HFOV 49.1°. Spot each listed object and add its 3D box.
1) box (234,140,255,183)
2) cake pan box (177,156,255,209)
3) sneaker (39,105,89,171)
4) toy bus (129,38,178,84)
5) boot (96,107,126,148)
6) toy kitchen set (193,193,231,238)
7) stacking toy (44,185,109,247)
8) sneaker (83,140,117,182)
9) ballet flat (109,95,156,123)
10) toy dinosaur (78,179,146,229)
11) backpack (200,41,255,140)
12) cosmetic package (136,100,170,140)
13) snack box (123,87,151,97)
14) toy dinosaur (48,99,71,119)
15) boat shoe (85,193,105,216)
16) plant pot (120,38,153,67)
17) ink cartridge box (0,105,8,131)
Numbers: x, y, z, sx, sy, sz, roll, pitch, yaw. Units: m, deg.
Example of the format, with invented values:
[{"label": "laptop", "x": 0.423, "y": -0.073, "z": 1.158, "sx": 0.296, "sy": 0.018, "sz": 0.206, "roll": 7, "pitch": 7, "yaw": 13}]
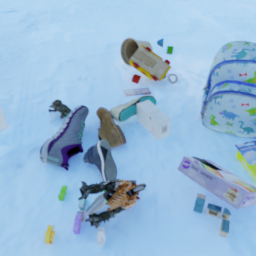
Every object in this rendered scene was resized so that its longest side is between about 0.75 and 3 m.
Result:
[{"label": "box", "x": 4.139, "y": 1.134, "z": 8.602, "sx": 1.065, "sy": 0.416, "sz": 1.747, "roll": -10, "pitch": 41, "yaw": -10}, {"label": "cake pan box", "x": 2.449, "y": 1.404, "z": 7.485, "sx": 1.893, "sy": 0.495, "sz": 1.743, "roll": 32, "pitch": 10, "yaw": 39}, {"label": "sneaker", "x": -1.783, "y": 0.336, "z": 9.438, "sx": 1.140, "sy": 0.969, "sz": 2.605, "roll": 22, "pitch": 53, "yaw": 12}, {"label": "toy bus", "x": 1.155, "y": -2.841, "z": 13.149, "sx": 2.082, "sy": 1.140, "sz": 2.207, "roll": -8, "pitch": 81, "yaw": 7}, {"label": "boot", "x": -0.841, "y": -0.045, "z": 9.998, "sx": 0.766, "sy": 0.748, "sz": 2.031, "roll": -23, "pitch": 45, "yaw": -14}, {"label": "toy kitchen set", "x": 2.111, "y": 2.217, "z": 7.106, "sx": 0.921, "sy": 0.543, "sz": 0.738, "roll": 13, "pitch": 36, "yaw": 17}, {"label": "stacking toy", "x": -1.249, "y": 2.181, "z": 7.284, "sx": 1.400, "sy": 0.436, "sz": 1.857, "roll": 2, "pitch": 37, "yaw": 2}, {"label": "sneaker", "x": -0.881, "y": 1.158, "z": 8.574, "sx": 0.523, "sy": 0.994, "sz": 1.375, "roll": 2, "pitch": 70, "yaw": -45}, {"label": "ballet flat", "x": 0.182, "y": -0.853, "z": 10.809, "sx": 0.709, "sy": 0.767, "sz": 2.274, "roll": 25, "pitch": 33, "yaw": 36}, {"label": "toy dinosaur", "x": -0.326, "y": 1.635, "z": 6.904, "sx": 1.583, "sy": 2.333, "sz": 1.192, "roll": -18, "pitch": 63, "yaw": 4}, {"label": "backpack", "x": 3.906, "y": -1.165, "z": 9.452, "sx": 2.733, "sy": 2.987, "sz": 2.195, "roll": 15, "pitch": 50, "yaw": 19}, {"label": "cosmetic package", "x": 0.896, "y": -0.316, "z": 10.219, "sx": 0.580, "sy": 0.807, "sz": 1.430, "roll": -22, "pitch": 41, "yaw": -22}, {"label": "snack box", "x": 0.396, "y": -1.592, "z": 12.416, "sx": 1.179, "sy": 0.143, "sz": 0.424, "roll": -7, "pitch": 38, "yaw": -9}, {"label": "toy dinosaur", "x": -2.529, "y": -0.693, "z": 10.839, "sx": 1.564, "sy": 0.602, "sz": 0.800, "roll": 29, "pitch": 24, "yaw": 20}, {"label": "boat shoe", "x": -0.801, "y": 2.076, "z": 7.521, "sx": 0.828, "sy": 0.276, "sz": 0.304, "roll": -41, "pitch": 15, "yaw": -25}, {"label": "plant pot", "x": 0.542, "y": -4.046, "z": 14.750, "sx": 1.444, "sy": 1.444, "sz": 1.322, "roll": 31, "pitch": 37, "yaw": 34}, {"label": "ink cartridge box", "x": -5.251, "y": -0.789, "z": 10.419, "sx": 0.761, "sy": 1.298, "sz": 1.772, "roll": -25, "pitch": 44, "yaw": -29}]
